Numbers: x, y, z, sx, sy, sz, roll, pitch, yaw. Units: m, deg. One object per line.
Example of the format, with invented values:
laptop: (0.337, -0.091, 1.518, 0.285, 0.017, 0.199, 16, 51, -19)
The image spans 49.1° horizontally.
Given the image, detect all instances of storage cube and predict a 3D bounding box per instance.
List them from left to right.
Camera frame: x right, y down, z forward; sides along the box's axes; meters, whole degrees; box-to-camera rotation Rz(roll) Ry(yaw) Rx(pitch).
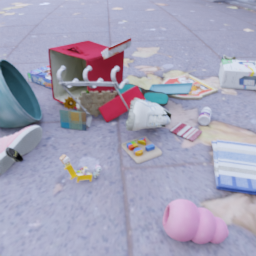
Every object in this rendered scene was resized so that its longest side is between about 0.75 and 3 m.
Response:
storage cube: (-1.839, -2.455, 12.819, 2.359, 2.759, 2.480, 23, 34, 30)

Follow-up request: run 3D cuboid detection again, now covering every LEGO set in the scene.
LEGO set: (-1.635, 1.270, 8.851, 1.516, 0.697, 0.564, 26, 8, -34)

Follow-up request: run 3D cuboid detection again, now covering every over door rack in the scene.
over door rack: (-1.015, -1.139, 10.352, 2.207, 2.988, 0.995, 4, 56, 19)

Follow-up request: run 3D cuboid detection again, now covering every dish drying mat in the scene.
dish drying mat: (-0.266, -1.001, 11.820, 1.923, 0.739, 0.175, -31, 2, -1)

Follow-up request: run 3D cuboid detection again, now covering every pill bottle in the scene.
pill bottle: (3.277, -0.516, 11.877, 0.485, 0.485, 0.870, 12, 36, 17)

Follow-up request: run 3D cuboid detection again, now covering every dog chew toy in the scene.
dog chew toy: (1.743, 2.460, 7.120, 1.650, 1.028, 1.028, 18, 35, -3)

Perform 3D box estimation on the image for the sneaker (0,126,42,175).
sneaker: (-4.254, 0.558, 9.898, 1.285, 0.925, 2.459, 20, 43, 19)

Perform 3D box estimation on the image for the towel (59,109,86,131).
towel: (-2.220, -0.314, 11.304, 1.109, 0.813, 0.120, 6, 24, 9)

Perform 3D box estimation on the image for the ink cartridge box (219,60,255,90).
ink cartridge box: (6.105, -2.800, 14.738, 2.363, 1.034, 1.717, 8, 34, 9)

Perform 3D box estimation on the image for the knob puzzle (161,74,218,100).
knob puzzle: (2.843, -2.157, 14.355, 2.901, 0.402, 2.901, 0, 35, 0)

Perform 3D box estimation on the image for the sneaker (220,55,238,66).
sneaker: (6.226, -3.845, 16.525, 1.627, 0.730, 0.545, 27, 43, 34)

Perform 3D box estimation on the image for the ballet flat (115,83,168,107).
ballet flat: (0.594, -1.396, 12.689, 2.456, 0.835, 0.840, 15, -4, -6)

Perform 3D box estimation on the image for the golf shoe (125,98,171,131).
golf shoe: (0.867, -0.469, 10.572, 1.453, 1.170, 2.988, 15, 16, 16)

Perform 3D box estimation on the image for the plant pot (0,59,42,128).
plant pot: (-4.995, -1.094, 11.149, 1.818, 2.714, 2.714, -27, 37, 2)

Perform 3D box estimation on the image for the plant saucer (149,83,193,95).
plant saucer: (1.910, -1.757, 12.924, 2.101, 0.199, 0.735, 4, 48, 33)

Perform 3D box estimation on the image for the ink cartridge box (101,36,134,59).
ink cartridge box: (-0.323, -2.960, 10.351, 1.052, 0.325, 1.298, -29, 16, -17)

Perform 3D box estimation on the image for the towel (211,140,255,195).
towel: (3.772, 1.277, 9.433, 1.805, 0.293, 2.457, 6, 35, 9)

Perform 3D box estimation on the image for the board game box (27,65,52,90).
board game box: (-3.665, -2.732, 15.075, 2.949, 0.508, 1.996, 22, 39, 29)

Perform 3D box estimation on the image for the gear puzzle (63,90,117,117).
gear puzzle: (-1.596, -1.029, 11.658, 2.330, 1.207, 0.305, -6, 33, -31)

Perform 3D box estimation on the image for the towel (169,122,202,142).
towel: (2.308, 0.157, 11.218, 1.089, 0.124, 0.784, 26, 43, 34)

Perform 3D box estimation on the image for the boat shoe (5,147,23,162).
boat shoe: (-3.568, 0.838, 8.792, 0.248, 0.822, 0.293, 3, 60, 12)

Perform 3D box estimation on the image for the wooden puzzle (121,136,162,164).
wooden puzzle: (0.484, 0.729, 10.245, 1.099, 0.275, 1.186, -17, 38, -24)
